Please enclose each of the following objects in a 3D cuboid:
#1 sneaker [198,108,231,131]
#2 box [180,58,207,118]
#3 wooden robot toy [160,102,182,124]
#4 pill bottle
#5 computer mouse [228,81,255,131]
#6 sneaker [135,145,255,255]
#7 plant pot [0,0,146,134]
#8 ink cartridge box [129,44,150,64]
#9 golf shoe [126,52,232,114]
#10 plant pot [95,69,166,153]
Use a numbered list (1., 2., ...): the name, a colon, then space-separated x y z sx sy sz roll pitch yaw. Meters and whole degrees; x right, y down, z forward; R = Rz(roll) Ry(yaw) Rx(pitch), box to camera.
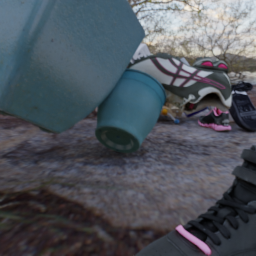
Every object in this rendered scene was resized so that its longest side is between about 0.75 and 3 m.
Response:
1. sneaker: 2.843 -0.341 9.237 0.608 0.734 1.540 -5 11 -17
2. box: 2.257 -1.533 10.975 0.896 1.709 1.571 -27 53 4
3. wooden robot toy: 1.230 -0.864 10.587 1.087 1.055 2.395 5 12 -11
4. pill bottle: 3.765 -0.978 10.700 1.360 1.360 2.423 1 13 4
5. computer mouse: 3.719 -0.643 9.174 1.294 1.868 0.492 -4 -28 -15
6. sneaker: 0.965 0.756 2.602 2.304 1.142 0.814 -7 15 -24
7. plant pot: -1.787 -1.542 5.372 2.771 2.831 2.779 21 -7 26
8. ink cartridge box: 0.236 -2.460 11.389 1.639 1.194 0.695 -46 36 -20
9. golf shoe: 1.149 -1.022 6.719 2.873 1.266 1.109 -2 -28 -7
10. plant pot: -0.036 -0.280 6.407 1.551 1.551 1.458 4 55 21
